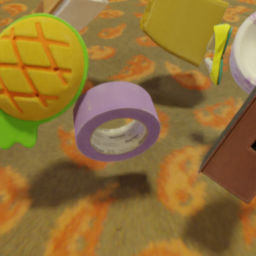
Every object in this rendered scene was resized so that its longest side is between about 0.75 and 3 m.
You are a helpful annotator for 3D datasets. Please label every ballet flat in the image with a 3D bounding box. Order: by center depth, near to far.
[{"bbox_3d":[2.142,-1.769,6.836,0.494,1.473,0.492,14,31,18],"label":"ballet flat"}]

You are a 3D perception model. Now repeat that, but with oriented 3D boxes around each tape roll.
[{"bbox_3d":[-0.248,-0.068,5.788,1.724,1.724,0.733,-8,52,-9],"label":"tape roll"}]

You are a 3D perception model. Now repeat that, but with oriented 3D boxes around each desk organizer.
[{"bbox_3d":[2.216,-0.062,4.442,0.943,2.450,0.878,34,26,12],"label":"desk organizer"}]

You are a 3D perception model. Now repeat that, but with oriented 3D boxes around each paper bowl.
[{"bbox_3d":[3.236,-1.498,5.993,2.010,1.045,2.010,-2,79,11],"label":"paper bowl"}]

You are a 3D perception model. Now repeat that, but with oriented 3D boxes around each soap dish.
[{"bbox_3d":[-1.832,-3.746,8.719,1.699,2.159,0.877,-22,87,-49],"label":"soap dish"}]

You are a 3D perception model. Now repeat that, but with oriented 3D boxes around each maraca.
[{"bbox_3d":[-1.870,-0.832,5.228,1.820,2.654,1.420,37,6,0],"label":"maraca"}]

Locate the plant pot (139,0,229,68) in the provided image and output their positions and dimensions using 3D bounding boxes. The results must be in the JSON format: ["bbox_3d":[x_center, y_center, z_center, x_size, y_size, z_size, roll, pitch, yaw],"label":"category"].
[{"bbox_3d":[1.513,-3.392,8.946,2.036,1.977,1.990,17,23,-13],"label":"plant pot"}]
